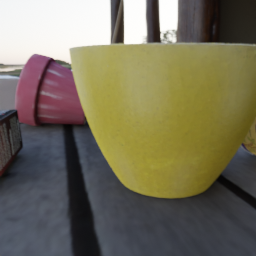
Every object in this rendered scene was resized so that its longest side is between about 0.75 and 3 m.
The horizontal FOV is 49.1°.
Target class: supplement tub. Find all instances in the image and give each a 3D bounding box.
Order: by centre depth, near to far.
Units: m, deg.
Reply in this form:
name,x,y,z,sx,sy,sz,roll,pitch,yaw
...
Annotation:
name,x,y,z,sx,sy,sz,roll,pitch,yaw
supplement tub,3.111,-0.090,4.592,1.806,1.806,2.485,-4,13,-18

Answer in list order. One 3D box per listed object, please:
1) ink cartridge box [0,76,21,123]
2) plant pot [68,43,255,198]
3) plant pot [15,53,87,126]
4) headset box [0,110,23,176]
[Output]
name,x,y,z,sx,sy,sz,roll,pitch,yaw
ink cartridge box,-4.350,-0.943,9.141,1.397,1.422,1.932,-9,15,-34
plant pot,0.596,-0.174,4.386,2.903,2.061,2.903,0,14,0
plant pot,-2.065,-0.954,8.377,1.874,2.094,2.094,14,12,-4
headset box,-2.873,0.330,4.555,1.727,0.896,2.320,-6,13,-9
